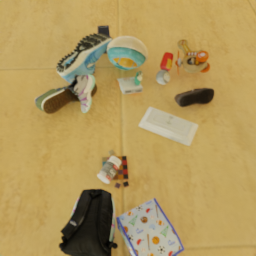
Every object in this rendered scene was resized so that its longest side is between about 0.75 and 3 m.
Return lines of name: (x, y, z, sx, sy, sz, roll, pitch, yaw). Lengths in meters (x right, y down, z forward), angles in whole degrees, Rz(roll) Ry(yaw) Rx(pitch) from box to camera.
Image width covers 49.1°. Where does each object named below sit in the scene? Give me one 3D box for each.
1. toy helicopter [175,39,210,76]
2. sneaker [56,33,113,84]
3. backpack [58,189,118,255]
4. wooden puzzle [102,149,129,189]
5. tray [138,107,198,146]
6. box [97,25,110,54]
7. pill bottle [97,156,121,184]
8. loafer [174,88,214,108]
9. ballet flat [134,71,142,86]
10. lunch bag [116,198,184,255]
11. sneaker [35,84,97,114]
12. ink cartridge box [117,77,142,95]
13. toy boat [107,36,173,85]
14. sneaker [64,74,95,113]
toy helicopter: (2.609, -3.165, 12.389, 1.418, 0.846, 2.144, -22, 52, 7)
sneaker: (-1.783, -3.018, 12.252, 2.843, 1.279, 1.114, -42, 52, -10)
backpack: (-1.098, 2.801, 8.314, 1.612, 1.223, 1.932, 12, 55, -7)
wooden puzzle: (-0.463, 1.447, 9.899, 0.900, 0.107, 1.518, -3, 58, -3)
tray: (1.579, -0.143, 10.880, 2.115, 0.235, 1.136, 22, 55, 14)
box: (-1.143, -4.186, 13.284, 0.579, 0.940, 0.932, -5, 55, -5)
pill bottle: (-0.620, 1.410, 9.489, 0.486, 0.486, 0.853, 26, 62, 17)
loafer: (2.667, -1.324, 11.342, 1.888, 0.689, 0.670, -9, 27, -25)
ballet flat: (0.462, -2.164, 11.945, 0.301, 0.314, 0.893, 33, 38, -21)
lunch bag: (0.615, 3.183, 8.179, 1.410, 1.027, 1.659, -25, 51, -16)
sneaker: (-2.597, -1.371, 11.375, 1.166, 0.871, 2.597, 17, 37, 43)
ink cartridge box: (0.044, -1.830, 12.081, 0.863, 0.267, 1.065, -9, 36, -16)
toy boat: (0.479, -2.811, 11.822, 2.905, 2.442, 1.350, 15, 88, -6)
sneaker: (-1.961, -1.341, 10.843, 1.093, 1.563, 0.607, 0, 22, -30)
